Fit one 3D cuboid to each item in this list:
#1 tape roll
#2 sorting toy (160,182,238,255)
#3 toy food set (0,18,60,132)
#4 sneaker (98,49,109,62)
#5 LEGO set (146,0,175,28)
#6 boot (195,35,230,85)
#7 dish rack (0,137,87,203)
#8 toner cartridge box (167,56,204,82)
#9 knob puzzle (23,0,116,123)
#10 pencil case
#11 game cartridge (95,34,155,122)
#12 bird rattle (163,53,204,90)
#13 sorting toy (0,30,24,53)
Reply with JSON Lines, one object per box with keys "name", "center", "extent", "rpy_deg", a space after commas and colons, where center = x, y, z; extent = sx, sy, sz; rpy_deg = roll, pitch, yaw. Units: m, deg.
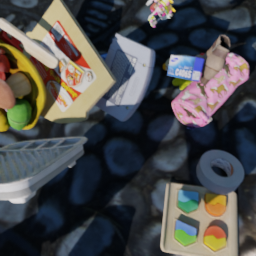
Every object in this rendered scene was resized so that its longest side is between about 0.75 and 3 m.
{"name": "tape roll", "center": [2.497, 1.191, 7.648], "extent": [1.205, 0.398, 1.205], "rpy_deg": [4, 48, -4]}
{"name": "sorting toy", "center": [1.876, 2.371, 7.217], "extent": [1.941, 0.354, 1.797], "rpy_deg": [8, 62, 4]}
{"name": "toy food set", "center": [-2.527, -0.731, 5.567], "extent": [1.566, 2.661, 0.869], "rpy_deg": [41, 45, 1]}
{"name": "sneaker", "center": [-1.674, -2.277, 9.325], "extent": [2.794, 0.990, 1.158], "rpy_deg": [-12, 69, -3]}
{"name": "LEGO set", "center": [0.417, -2.445, 5.364], "extent": [0.550, 1.477, 0.679], "rpy_deg": [-43, 58, 12]}
{"name": "boot", "center": [1.840, -1.580, 6.116], "extent": [0.457, 0.952, 1.302], "rpy_deg": [15, 42, -11]}
{"name": "dish rack", "center": [-1.829, 0.687, 4.714], "extent": [1.858, 2.165, 0.471], "rpy_deg": [-4, 102, 18]}
{"name": "toner cartridge box", "center": [1.213, -1.302, 6.073], "extent": [0.215, 0.994, 0.472], "rpy_deg": [5, 103, -24]}
{"name": "knob puzzle", "center": [-1.479, -1.122, 6.031], "extent": [2.538, 2.538, 0.352], "rpy_deg": [37, 30, 18]}
{"name": "pencil case", "center": [2.598, -1.187, 8.676], "extent": [2.769, 1.146, 1.198], "rpy_deg": [-44, 103, -21]}
{"name": "game cartridge", "center": [-0.095, -1.049, 6.124], "extent": [1.115, 1.674, 0.348], "rpy_deg": [30, 21, 18]}
{"name": "bird rattle", "center": [1.941, -2.154, 9.401], "extent": [1.339, 0.925, 1.643], "rpy_deg": [28, 61, 32]}
{"name": "sorting toy", "center": [-3.624, -2.073, 7.054], "extent": [0.796, 2.273, 2.287], "rpy_deg": [-28, 47, 19]}
